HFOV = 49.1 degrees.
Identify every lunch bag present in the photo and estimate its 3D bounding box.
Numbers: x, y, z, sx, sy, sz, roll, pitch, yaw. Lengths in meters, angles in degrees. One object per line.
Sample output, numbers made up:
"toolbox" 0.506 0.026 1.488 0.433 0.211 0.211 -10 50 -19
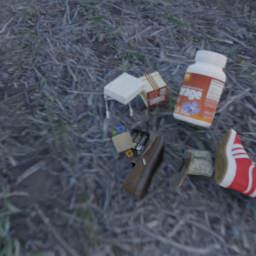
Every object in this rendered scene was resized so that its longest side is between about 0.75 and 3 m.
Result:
"lunch bag" 2.447 1.286 9.830 0.990 0.690 0.830 6 54 -1

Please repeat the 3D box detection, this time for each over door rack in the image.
"over door rack" -0.446 -1.118 12.280 1.135 0.512 1.536 -6 44 -5

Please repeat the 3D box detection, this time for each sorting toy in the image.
"sorting toy" -0.190 0.535 10.474 0.681 1.210 0.165 -21 2 11

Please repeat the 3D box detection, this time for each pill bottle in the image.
"pill bottle" 2.831 -1.500 10.861 1.514 2.700 1.514 15 7 -2

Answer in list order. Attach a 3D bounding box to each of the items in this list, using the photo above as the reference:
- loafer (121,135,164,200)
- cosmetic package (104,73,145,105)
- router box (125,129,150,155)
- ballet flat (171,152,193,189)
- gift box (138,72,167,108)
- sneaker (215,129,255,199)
"loafer" 0.550 1.181 9.713 0.939 0.966 2.646 16 47 20
"cosmetic package" -0.129 -1.629 11.459 1.087 0.373 1.442 31 48 20
"router box" 0.327 0.520 10.870 0.758 0.260 1.017 18 48 17
"ballet flat" 1.793 1.402 9.100 0.474 0.326 1.408 -12 41 51
"gift box" 1.125 -1.740 12.522 1.228 1.133 1.146 -19 52 -13
"sneaker" 3.914 1.209 9.495 1.675 1.061 2.978 24 35 6
